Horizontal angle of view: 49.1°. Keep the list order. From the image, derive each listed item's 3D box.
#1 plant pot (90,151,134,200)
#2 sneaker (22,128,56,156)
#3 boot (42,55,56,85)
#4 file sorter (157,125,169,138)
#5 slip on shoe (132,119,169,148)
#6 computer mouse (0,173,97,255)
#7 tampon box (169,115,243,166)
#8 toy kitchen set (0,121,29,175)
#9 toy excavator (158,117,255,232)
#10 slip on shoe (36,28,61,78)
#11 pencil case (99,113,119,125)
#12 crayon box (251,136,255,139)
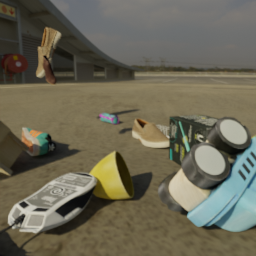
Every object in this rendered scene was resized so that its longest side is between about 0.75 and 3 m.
[{"bbox_3d":[-0.439,1.193,6.464,0.791,1.114,1.114,-21,10,9],"label":"plant pot"},{"bbox_3d":[-3.264,0.498,10.094,0.858,0.766,2.147,-1,16,-33],"label":"sneaker"},{"bbox_3d":[-2.560,-1.852,9.036,0.292,0.807,0.671,-24,-22,-22],"label":"boot"},{"bbox_3d":[1.455,0.201,11.805,0.545,0.489,0.786,-10,17,-37],"label":"file sorter"},{"bbox_3d":[0.898,0.187,11.223,0.950,0.757,2.499,-5,14,-20],"label":"slip on shoe"},{"bbox_3d":[-1.570,1.658,5.184,1.543,0.617,2.814,3,18,34],"label":"computer mouse"},{"bbox_3d":[2.218,0.473,8.323,1.233,1.464,1.953,-5,14,-20],"label":"tampon box"},{"bbox_3d":[-4.589,0.507,7.500,2.194,2.432,1.984,8,56,33],"label":"toy kitchen set"},{"bbox_3d":[2.527,1.199,5.331,2.976,1.487,2.894,43,52,13],"label":"toy excavator"},{"bbox_3d":[-3.791,-3.422,12.717,0.699,2.308,0.878,24,-4,-35],"label":"slip on shoe"},{"bbox_3d":[-1.002,-0.495,14.864,0.538,0.495,1.164,23,-6,-40],"label":"pencil case"},{"bbox_3d":[3.382,0.559,5.943,1.504,0.738,2.533,9,-29,-20],"label":"crayon box"}]
